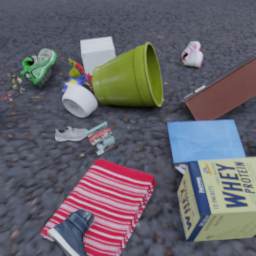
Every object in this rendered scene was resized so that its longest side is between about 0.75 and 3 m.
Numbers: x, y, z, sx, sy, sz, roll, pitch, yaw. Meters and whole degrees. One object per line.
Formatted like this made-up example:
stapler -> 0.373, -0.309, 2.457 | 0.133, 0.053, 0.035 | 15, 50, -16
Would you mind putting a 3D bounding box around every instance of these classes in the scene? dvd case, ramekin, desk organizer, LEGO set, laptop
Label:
dvd case -> -0.776, 0.336, 8.251 | 0.689, 0.944, 0.104 | -29, 40, -7
ramekin -> -1.729, -0.880, 9.763 | 1.234, 1.234, 0.575 | 20, 60, 23
desk organizer -> 3.386, -1.251, 9.669 | 2.870, 1.105, 1.029 | -32, 4, 10
LEGO set -> -4.442, -0.640, 9.255 | 2.584, 0.732, 1.678 | -26, 48, 3
laptop -> 2.375, 0.504, 7.667 | 2.179, 1.349, 2.328 | -3, 3, -4

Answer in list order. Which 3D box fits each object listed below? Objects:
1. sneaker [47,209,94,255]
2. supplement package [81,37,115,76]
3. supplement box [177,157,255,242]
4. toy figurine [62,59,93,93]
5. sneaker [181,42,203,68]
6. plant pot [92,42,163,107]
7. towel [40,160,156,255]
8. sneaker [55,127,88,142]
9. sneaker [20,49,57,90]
sneaker -> -0.947, 2.313, 5.923 | 1.333, 0.507, 0.963 | 33, 52, 33
supplement package -> -1.337, -3.240, 12.648 | 1.440, 1.108, 1.506 | -9, 39, -4
supplement box -> 2.096, 1.575, 6.022 | 1.715, 1.717, 1.153 | -3, 52, -3
toy figurine -> -2.258, -1.878, 11.187 | 1.128, 0.993, 1.883 | -38, 49, -16
sneaker -> 2.988, -3.576, 13.452 | 0.872, 0.804, 1.977 | 3, 38, 1
plant pot -> -0.062, -1.713, 10.115 | 2.153, 2.236, 2.236 | -8, 35, 19
towel -> -0.609, 1.883, 6.941 | 1.902, 0.296, 2.630 | 15, 41, 20
sneaker -> -1.820, 0.166, 8.994 | 1.064, 0.436, 0.398 | -9, 39, -12
sneaker -> -3.783, -2.777, 11.916 | 1.118, 1.024, 2.624 | 34, 27, -27
